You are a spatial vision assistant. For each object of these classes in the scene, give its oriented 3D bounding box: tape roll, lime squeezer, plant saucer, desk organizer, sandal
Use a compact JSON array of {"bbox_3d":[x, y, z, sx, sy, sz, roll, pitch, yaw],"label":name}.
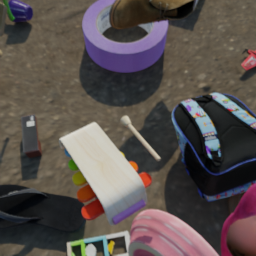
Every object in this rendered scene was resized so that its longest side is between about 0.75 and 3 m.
[{"bbox_3d":[-0.099,-3.173,9.279,2.733,0.897,2.733,0,61,1],"label":"tape roll"},{"bbox_3d":[-3.411,-3.489,6.769,0.697,1.973,0.372,-6,61,36],"label":"lime squeezer"},{"bbox_3d":[0.661,2.173,4.149,0.494,1.950,1.950,-30,65,-34],"label":"plant saucer"},{"bbox_3d":[-2.661,0.228,7.721,0.400,0.429,1.115,-12,63,-6],"label":"desk organizer"},{"bbox_3d":[-2.419,1.883,6.736,2.824,0.605,1.074,2,62,1],"label":"sandal"},{"bbox_3d":[3.581,2.024,6.839,2.172,0.320,2.172,0,61,0],"label":"plant saucer"}]

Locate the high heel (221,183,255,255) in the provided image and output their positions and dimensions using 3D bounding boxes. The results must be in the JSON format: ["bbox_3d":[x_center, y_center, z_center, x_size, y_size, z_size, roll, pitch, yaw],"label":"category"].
[{"bbox_3d":[1.827,1.748,4.287,0.780,2.315,1.110,29,35,23],"label":"high heel"}]

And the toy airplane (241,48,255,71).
[{"bbox_3d":[4.368,-2.114,9.064,1.483,0.273,1.483,0,62,0],"label":"toy airplane"}]

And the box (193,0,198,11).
[{"bbox_3d":[1.489,-5.889,10.837,2.970,0.733,2.371,19,65,10],"label":"box"}]

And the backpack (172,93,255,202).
[{"bbox_3d":[2.234,0.299,7.007,2.202,1.623,2.412,-18,47,-11],"label":"backpack"}]

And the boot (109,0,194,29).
[{"bbox_3d":[0.690,-3.091,7.173,2.625,0.966,0.990,-31,55,-29],"label":"boot"}]

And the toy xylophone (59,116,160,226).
[{"bbox_3d":[-0.268,0.473,3.928,1.198,0.411,1.636,-20,51,-16],"label":"toy xylophone"}]

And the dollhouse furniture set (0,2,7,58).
[{"bbox_3d":[-2.633,-2.294,5.007,1.699,1.489,1.129,38,34,16],"label":"dollhouse furniture set"}]

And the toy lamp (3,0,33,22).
[{"bbox_3d":[-4.750,-4.284,9.967,2.737,0.797,0.797,11,62,9],"label":"toy lamp"}]

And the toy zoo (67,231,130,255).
[{"bbox_3d":[-0.488,3.038,6.363,1.707,0.175,1.120,-9,62,-4],"label":"toy zoo"}]
